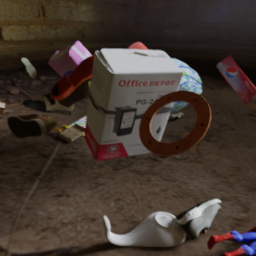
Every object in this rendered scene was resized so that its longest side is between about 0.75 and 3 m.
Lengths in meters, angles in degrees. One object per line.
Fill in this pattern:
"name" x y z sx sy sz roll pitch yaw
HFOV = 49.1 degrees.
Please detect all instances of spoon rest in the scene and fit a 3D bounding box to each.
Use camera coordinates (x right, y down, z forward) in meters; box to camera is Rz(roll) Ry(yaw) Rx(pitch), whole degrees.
"spoon rest" 0.435 2.732 7.482 2.357 0.714 1.171 6 22 -20

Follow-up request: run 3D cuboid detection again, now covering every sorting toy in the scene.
"sorting toy" -2.773 0.184 13.452 1.437 0.192 1.071 24 49 38

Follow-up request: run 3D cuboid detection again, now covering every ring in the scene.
"ring" 0.953 -0.109 5.887 1.588 0.152 1.588 -17 52 23

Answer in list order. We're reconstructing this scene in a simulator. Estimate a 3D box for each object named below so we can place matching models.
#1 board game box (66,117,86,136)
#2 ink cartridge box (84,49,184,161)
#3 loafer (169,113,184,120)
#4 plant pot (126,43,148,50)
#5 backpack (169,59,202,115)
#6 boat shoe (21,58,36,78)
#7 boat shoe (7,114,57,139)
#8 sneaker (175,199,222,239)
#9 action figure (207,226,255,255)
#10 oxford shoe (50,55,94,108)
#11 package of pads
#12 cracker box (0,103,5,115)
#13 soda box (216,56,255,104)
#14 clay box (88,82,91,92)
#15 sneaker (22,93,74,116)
"board game box" -2.104 -0.201 14.529 1.059 0.332 2.217 12 24 25
"ink cartridge box" 0.036 -0.563 7.321 1.942 2.674 1.115 -6 41 -25
"loafer" 2.703 -0.579 15.406 0.906 0.341 0.316 -14 39 -20
"plant pot" 0.702 -2.408 12.697 1.959 2.214 2.214 38 37 18
"backpack" 1.580 -1.488 10.393 2.211 2.710 2.084 -32 59 17
"boat shoe" -3.768 -2.212 10.572 0.352 0.293 0.943 -22 67 -41
"boat shoe" -3.274 -0.079 9.526 2.150 0.773 0.731 9 24 37
"sneaker" 2.089 2.530 7.894 1.907 0.705 0.756 -9 65 -45
"action figure" 3.241 2.863 7.028 2.600 0.672 0.850 -4 29 -21
"oxford shoe" -1.373 -1.650 9.573 2.580 0.936 0.918 -32 51 6
"package of pads" -1.832 -2.199 11.494 1.551 2.575 0.974 -4 50 45
"cracker box" -4.843 -0.750 9.985 0.761 0.510 0.219 14 53 -28
"soda box" 4.437 -1.940 11.372 0.621 0.685 1.957 9 47 -61
"clay box" -0.710 -0.924 8.986 1.109 0.459 1.931 -1 -14 -7
"sneaker" -3.267 -1.144 11.687 0.858 1.025 2.316 23 13 39
